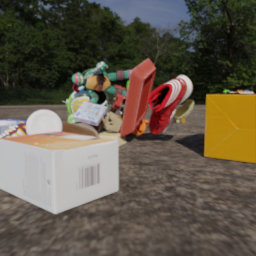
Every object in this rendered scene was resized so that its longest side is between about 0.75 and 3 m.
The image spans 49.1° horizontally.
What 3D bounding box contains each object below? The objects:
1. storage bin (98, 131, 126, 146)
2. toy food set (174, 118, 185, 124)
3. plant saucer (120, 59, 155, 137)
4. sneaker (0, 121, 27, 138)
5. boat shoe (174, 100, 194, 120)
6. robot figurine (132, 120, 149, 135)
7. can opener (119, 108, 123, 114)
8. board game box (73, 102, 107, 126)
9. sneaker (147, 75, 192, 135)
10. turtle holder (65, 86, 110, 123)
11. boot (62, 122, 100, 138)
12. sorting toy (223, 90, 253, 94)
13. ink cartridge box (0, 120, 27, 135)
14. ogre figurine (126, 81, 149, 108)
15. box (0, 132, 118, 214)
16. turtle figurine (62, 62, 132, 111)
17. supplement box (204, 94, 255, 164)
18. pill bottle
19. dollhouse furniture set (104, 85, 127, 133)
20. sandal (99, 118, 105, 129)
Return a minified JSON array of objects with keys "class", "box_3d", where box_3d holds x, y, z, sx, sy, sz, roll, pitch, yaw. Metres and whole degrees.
[{"class":"storage bin","box_3d":[-0.656,0.401,10.470,0.924,0.436,0.930,1,8,19]},{"class":"toy food set","box_3d":[3.099,-0.634,18.303,0.633,0.596,1.325,-3,8,-27]},{"class":"plant saucer","box_3d":[0.452,-1.152,10.581,0.460,2.507,2.502,17,27,11]},{"class":"sneaker","box_3d":[-3.807,0.277,9.077,0.826,0.993,2.203,5,9,33]},{"class":"boat shoe","box_3d":[1.982,-0.577,9.810,0.432,0.372,1.184,8,37,31]},{"class":"robot figurine","box_3d":[0.449,-0.087,13.118,0.773,0.953,1.325,32,6,-2]},{"class":"can opener","box_3d":[-0.177,-0.595,13.191,0.259,0.780,0.205,-22,25,24]},{"class":"board game box","box_3d":[-1.325,-0.510,9.858,0.918,0.189,0.920,15,43,13]},{"class":"sneaker","box_3d":[1.014,-0.654,9.795,1.538,2.663,1.043,-18,54,-40]},{"class":"turtle holder","box_3d":[-1.772,-0.980,11.730,2.191,1.665,1.556,-16,-5,-36]},{"class":"boot","box_3d":[-1.635,0.167,9.454,2.922,1.026,2.137,-1,10,31]},{"class":"sorting toy","box_3d":[3.652,-1.200,9.376,0.844,0.124,0.624,-1,7,-17]},{"class":"ink cartridge box","box_3d":[-6.038,0.057,12.599,1.775,0.624,2.975,4,11,28]},{"class":"ogre figurine","box_3d":[0.514,-1.658,14.284,1.303,1.066,2.173,5,26,-3]},{"class":"box","box_3d":[-1.368,0.708,5.398,1.943,1.033,1.479,6,9,40]},{"class":"turtle figurine","box_3d":[-1.049,-1.655,10.456,2.758,2.064,1.388,0,43,-18]},{"class":"supplement box","box_3d":[4.125,-0.097,8.556,2.754,1.854,2.792,5,8,34]},{"class":"pill bottle","box_3d":[-2.316,0.027,7.620,0.894,0.894,1.536,-2,-3,-19]},{"class":"dollhouse furniture set","box_3d":[-0.171,-0.773,11.581,1.188,1.572,2.922,19,10,-11]},{"class":"sandal","box_3d":[-1.487,-0.214,14.987,0.514,0.764,1.903,22,5,6]}]
